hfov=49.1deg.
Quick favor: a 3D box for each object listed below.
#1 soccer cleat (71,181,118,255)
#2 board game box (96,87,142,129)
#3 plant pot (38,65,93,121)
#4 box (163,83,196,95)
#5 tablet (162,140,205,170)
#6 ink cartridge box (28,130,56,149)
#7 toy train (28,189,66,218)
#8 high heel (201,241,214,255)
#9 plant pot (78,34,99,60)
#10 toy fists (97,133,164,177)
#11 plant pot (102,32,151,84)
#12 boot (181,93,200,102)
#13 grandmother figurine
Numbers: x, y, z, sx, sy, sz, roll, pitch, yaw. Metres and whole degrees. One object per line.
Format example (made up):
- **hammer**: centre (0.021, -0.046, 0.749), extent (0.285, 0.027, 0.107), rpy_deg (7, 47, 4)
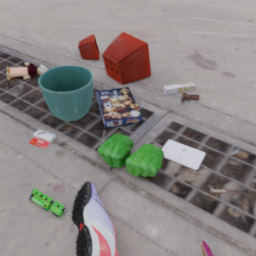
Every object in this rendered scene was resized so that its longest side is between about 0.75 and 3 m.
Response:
- **soccer cleat**: centre (-0.874, 2.558, 7.535), extent (1.012, 0.943, 2.764), rpy_deg (25, 20, -25)
- **board game box**: centre (-0.445, -0.912, 11.870), extent (1.534, 0.392, 2.264), rpy_deg (-10, 41, -11)
- **plant pot**: centre (-2.390, -1.304, 11.344), extent (2.087, 1.675, 2.087), rpy_deg (0, 41, 0)
- **box**: centre (2.401, -1.835, 13.043), extent (1.509, 0.313, 0.292), rpy_deg (-9, 42, -12)
- **tablet**: centre (1.920, 0.924, 9.934), extent (1.429, 0.098, 0.930), rpy_deg (21, 44, 22)
- **ink cartridge box**: centre (-3.229, 0.411, 10.482), extent (0.781, 0.175, 0.688), rpy_deg (16, 42, 18)
- **toy train**: centre (-2.413, 2.219, 8.280), extent (1.334, 0.278, 0.376), rpy_deg (22, 55, 24)
- **high heel**: centre (2.214, 3.256, 6.966), extent (0.494, 0.347, 1.029), rpy_deg (-19, 58, -7)
- **plant pot**: centre (-2.205, -4.407, 15.588), extent (0.975, 1.106, 1.105), rpy_deg (-12, 40, 5)
- **toy fists**: centre (0.042, 0.975, 9.383), extent (2.253, 0.775, 1.148), rpy_deg (20, 37, 24)
- **plant pot**: centre (-0.167, -3.237, 13.649), extent (1.658, 1.882, 1.880), rpy_deg (-36, 51, -22)
- **boot**: centre (2.801, -1.309, 12.483), extent (0.801, 0.257, 0.747), rpy_deg (13, 42, 9)
- **grandmother figurine**: centre (-5.037, -2.846, 14.092), extent (1.942, 0.588, 1.178), rpy_deg (-5, 65, -11)
